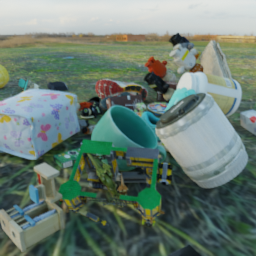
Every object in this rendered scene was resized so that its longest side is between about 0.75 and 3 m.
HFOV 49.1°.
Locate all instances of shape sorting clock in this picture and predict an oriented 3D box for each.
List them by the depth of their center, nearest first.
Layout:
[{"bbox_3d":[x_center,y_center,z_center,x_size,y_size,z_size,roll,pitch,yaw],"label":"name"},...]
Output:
[{"bbox_3d":[1.706,-0.903,12.826,1.646,0.323,1.646,0,21,0],"label":"shape sorting clock"}]

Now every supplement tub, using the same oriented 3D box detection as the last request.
[{"bbox_3d":[3.027,-1.282,10.663,2.040,1.476,1.476,9,18,-14],"label":"supplement tub"}]

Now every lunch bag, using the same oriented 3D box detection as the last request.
[{"bbox_3d":[-3.304,-0.244,9.098,2.707,1.721,2.295,12,27,22],"label":"lunch bag"}]

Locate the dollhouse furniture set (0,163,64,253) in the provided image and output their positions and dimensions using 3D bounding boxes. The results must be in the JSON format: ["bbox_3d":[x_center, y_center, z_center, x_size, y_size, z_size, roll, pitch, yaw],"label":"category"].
[{"bbox_3d":[-1.895,1.409,5.373,0.900,1.284,0.905,19,28,41],"label":"dollhouse furniture set"}]

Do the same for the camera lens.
[{"bbox_3d":[1.726,0.259,6.747,1.553,1.942,1.553,-36,9,7],"label":"camera lens"}]

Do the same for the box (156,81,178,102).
[{"bbox_3d":[2.473,-1.783,14.221,1.954,0.978,0.732,11,23,28],"label":"box"}]

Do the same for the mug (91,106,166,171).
[{"bbox_3d":[-0.080,0.490,7.636,1.960,1.212,1.610,48,26,13],"label":"mug"}]

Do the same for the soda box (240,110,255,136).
[{"bbox_3d":[4.793,-0.110,10.265,0.548,0.589,1.727,-14,22,-3],"label":"soda box"}]

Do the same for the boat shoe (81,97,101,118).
[{"bbox_3d":[-1.666,-0.916,12.520,0.702,0.601,1.919,4,22,8],"label":"boat shoe"}]

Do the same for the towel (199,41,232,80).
[{"bbox_3d":[4.119,-2.586,13.142,0.455,2.641,1.750,-12,-12,-7],"label":"towel"}]

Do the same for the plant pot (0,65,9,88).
[{"bbox_3d":[-8.143,-2.880,16.607,1.564,1.564,1.472,2,37,6],"label":"plant pot"}]

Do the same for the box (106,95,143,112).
[{"bbox_3d":[-0.119,-0.972,12.178,1.537,0.770,0.576,-9,-7,-20],"label":"box"}]

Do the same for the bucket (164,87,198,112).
[{"bbox_3d":[2.121,-0.617,10.238,1.535,1.535,0.999,18,65,39],"label":"bucket"}]

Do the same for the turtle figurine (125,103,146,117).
[{"bbox_3d":[0.240,-0.610,11.186,1.301,0.936,1.261,5,23,8],"label":"turtle figurine"}]

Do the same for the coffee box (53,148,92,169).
[{"bbox_3d":[-1.630,0.879,8.280,0.980,0.215,0.603,-16,27,-36],"label":"coffee box"}]

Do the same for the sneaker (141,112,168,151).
[{"bbox_3d":[1.542,0.197,8.777,2.878,1.146,1.115,14,25,31],"label":"sneaker"}]

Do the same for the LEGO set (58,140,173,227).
[{"bbox_3d":[-0.228,1.315,6.234,2.412,1.398,1.855,-2,50,5],"label":"LEGO set"}]

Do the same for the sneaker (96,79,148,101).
[{"bbox_3d":[-0.342,-1.875,14.614,2.875,1.119,1.181,13,15,13],"label":"sneaker"}]

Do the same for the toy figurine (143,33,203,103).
[{"bbox_3d":[2.271,-2.895,13.697,1.945,2.752,2.796,38,29,-20],"label":"toy figurine"}]

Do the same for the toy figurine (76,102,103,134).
[{"bbox_3d":[-1.556,-0.354,10.197,0.790,1.118,1.136,-9,27,-43],"label":"toy figurine"}]

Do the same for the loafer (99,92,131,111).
[{"bbox_3d":[-0.604,-1.104,13.149,2.101,0.661,0.755,-25,75,-47],"label":"loafer"}]

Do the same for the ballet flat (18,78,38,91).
[{"bbox_3d":[-5.704,-2.390,16.263,0.927,0.835,2.462,15,9,-33],"label":"ballet flat"}]

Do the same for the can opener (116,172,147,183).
[{"bbox_3d":[-0.097,1.210,7.173,1.196,0.315,0.398,2,46,1],"label":"can opener"}]

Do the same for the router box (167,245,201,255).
[{"bbox_3d":[0.727,2.392,4.103,1.357,0.347,1.012,-12,24,-28],"label":"router box"}]

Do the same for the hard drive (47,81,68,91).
[{"bbox_3d":[-4.357,-2.570,17.205,1.041,0.327,1.543,-10,23,-25],"label":"hard drive"}]
